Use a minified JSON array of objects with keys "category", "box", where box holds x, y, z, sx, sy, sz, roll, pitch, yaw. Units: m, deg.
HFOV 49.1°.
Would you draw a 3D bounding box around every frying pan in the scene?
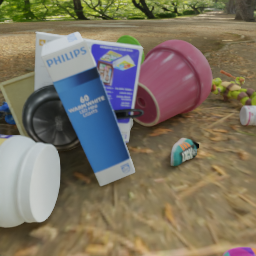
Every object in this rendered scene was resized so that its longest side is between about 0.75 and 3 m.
[{"category":"frying pan","box":[-1.156,-0.021,6.849,2.829,1.711,0.461,17,17,-15]}]

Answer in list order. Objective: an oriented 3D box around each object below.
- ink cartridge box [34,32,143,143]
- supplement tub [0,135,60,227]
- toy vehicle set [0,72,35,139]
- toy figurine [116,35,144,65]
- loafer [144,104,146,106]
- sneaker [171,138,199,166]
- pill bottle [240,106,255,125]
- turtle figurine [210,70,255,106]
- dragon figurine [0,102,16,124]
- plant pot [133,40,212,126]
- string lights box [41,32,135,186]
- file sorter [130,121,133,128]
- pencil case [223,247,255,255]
[{"category":"ink cartridge box","box":[-1.054,-0.918,6.977,2.488,2.511,0.545,4,18,-13]},{"category":"supplement tub","box":[-2.373,0.858,4.770,2.075,1.509,1.509,2,26,6]},{"category":"toy vehicle set","box":[-1.779,-0.824,7.380,2.581,1.603,0.342,-21,8,-12]},{"category":"toy figurine","box":[-0.835,-3.198,13.586,2.425,1.821,2.232,-4,24,49]},{"category":"loafer","box":[1.095,-0.890,8.688,1.608,0.549,0.609,-44,26,-29]},{"category":"sneaker","box":[1.366,0.562,6.650,0.475,0.424,1.189,8,25,26]},{"category":"pill bottle","box":[3.964,-0.363,8.416,1.016,0.576,0.576,1,25,1]},{"category":"turtle figurine","box":[3.728,-1.332,10.152,2.636,0.849,2.126,-13,35,-39]},{"category":"dragon figurine","box":[-3.501,-0.478,8.659,1.971,0.580,0.980,-5,26,-9]},{"category":"plant pot","box":[1.000,-1.209,8.522,2.328,2.328,2.084,23,48,40]},{"category":"string lights box","box":[-0.777,-0.393,5.736,0.828,2.807,1.442,-22,27,-4]},{"category":"file sorter","box":[-0.303,-0.238,8.101,0.705,0.632,1.015,7,26,13]},{"category":"pencil case","box":[1.488,2.146,3.044,0.730,0.730,1.652,1,24,1]}]
